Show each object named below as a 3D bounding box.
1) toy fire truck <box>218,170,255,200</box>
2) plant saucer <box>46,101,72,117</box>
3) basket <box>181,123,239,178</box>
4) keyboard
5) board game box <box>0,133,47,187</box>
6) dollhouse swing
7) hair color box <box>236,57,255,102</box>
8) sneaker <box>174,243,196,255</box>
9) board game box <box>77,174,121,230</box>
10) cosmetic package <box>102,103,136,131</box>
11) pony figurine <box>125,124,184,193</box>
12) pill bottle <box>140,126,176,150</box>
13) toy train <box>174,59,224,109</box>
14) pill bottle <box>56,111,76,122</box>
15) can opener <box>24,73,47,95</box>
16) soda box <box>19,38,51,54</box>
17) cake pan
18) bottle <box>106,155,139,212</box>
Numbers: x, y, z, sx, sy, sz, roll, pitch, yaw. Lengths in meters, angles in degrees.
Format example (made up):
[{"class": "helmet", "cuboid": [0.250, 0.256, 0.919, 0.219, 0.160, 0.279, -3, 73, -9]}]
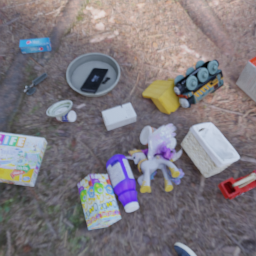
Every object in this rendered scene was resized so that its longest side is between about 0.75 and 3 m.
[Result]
[{"class": "toy fire truck", "cuboid": [4.124, 1.969, 10.006, 2.163, 1.525, 0.527, -22, 64, -12]}, {"class": "plant saucer", "cuboid": [-2.812, -0.730, 11.647, 1.143, 0.287, 1.143, -14, 34, 9]}, {"class": "basket", "cuboid": [3.043, 0.850, 10.647, 1.228, 1.118, 1.812, -9, 54, -37]}, {"class": "keyboard", "cuboid": [-1.382, -2.164, 12.796, 1.072, 0.229, 1.786, 8, 47, 14]}, {"class": "board game box", "cuboid": [-4.869, 1.162, 11.049, 2.822, 0.483, 1.897, 7, 61, 4]}, {"class": "dollhouse swing", "cuboid": [1.579, -1.427, 12.657, 1.378, 1.211, 1.252, -48, 112, -23]}, {"class": "hair color box", "cuboid": [6.187, -1.599, 11.968, 0.927, 1.608, 2.900, -30, 66, -16]}, {"class": "sneaker", "cuboid": [2.012, 4.645, 8.962, 0.809, 0.717, 1.914, -33, 66, -22]}, {"class": "board game box", "cuboid": [-1.042, 2.571, 9.854, 0.875, 0.859, 1.668, 9, 50, -44]}, {"class": "cosmetic package", "cuboid": [-0.395, -0.475, 11.950, 1.313, 0.533, 0.741, -19, 64, -12]}, {"class": "pony figurine", "cuboid": [1.079, 1.201, 10.194, 2.228, 1.922, 2.308, -25, 36, 0]}, {"class": "pill bottle", "cuboid": [1.168, 0.455, 10.833, 1.297, 0.727, 0.727, 20, 57, -26]}, {"class": "toy train", "cuboid": [3.104, -1.942, 12.226, 2.574, 1.467, 1.097, -36, 29, -21]}, {"class": "pill bottle", "cuboid": [-2.656, -0.490, 11.900, 0.780, 0.467, 0.467, 1, 57, 29]}, {"class": "can opener", "cuboid": [-4.266, -2.033, 12.996, 0.446, 0.353, 1.341, 47, 68, -15]}, {"class": "soda box", "cuboid": [-4.641, -4.125, 14.046, 1.445, 0.464, 0.490, -6, 61, -4]}, {"class": "cake pan", "cuboid": [-1.611, -2.438, 13.097, 2.495, 0.458, 2.495, 0, 61, 0]}, {"class": "bottle", "cuboid": [-0.175, 2.017, 10.242, 0.679, 0.869, 2.081, 14, 41, -41]}]
